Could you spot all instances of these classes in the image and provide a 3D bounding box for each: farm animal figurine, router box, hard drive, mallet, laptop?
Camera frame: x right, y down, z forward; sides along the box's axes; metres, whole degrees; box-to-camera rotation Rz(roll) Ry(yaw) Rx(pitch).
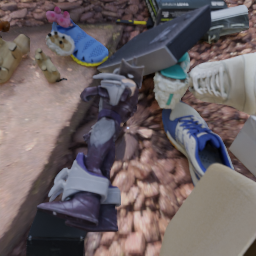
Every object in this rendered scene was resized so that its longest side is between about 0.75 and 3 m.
[{"bbox_3d":[-2.744,-2.187,7.874,2.497,1.255,2.016,-4,82,-6],"label":"farm animal figurine"},{"bbox_3d":[1.786,-4.125,9.089,2.358,0.733,1.767,-7,60,-12],"label":"router box"},{"bbox_3d":[0.589,-2.022,7.115,1.951,0.612,2.893,-46,25,-24],"label":"hard drive"},{"bbox_3d":[0.261,-3.489,9.162,1.302,0.268,0.429,14,60,11],"label":"mallet"},{"bbox_3d":[-1.414,2.360,5.743,1.135,0.661,1.280,0,85,1],"label":"laptop"}]

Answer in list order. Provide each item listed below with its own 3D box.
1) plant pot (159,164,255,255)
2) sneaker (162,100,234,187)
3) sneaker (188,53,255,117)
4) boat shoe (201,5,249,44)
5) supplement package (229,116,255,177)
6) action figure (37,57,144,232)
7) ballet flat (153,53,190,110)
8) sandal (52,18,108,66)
[{"bbox_3d":[1.148,1.228,2.614,1.544,1.542,1.367,27,16,-10],"label":"plant pot"},{"bbox_3d":[1.644,0.257,6.339,1.041,1.219,2.765,-20,59,-9],"label":"sneaker"},{"bbox_3d":[1.666,-0.755,4.868,1.106,2.728,1.025,0,99,6],"label":"sneaker"},{"bbox_3d":[2.574,-2.991,8.498,2.317,0.835,0.822,-17,89,5],"label":"boat shoe"},{"bbox_3d":[3.429,0.553,5.967,1.082,1.520,1.951,-31,63,-17],"label":"supplement package"},{"bbox_3d":[-0.294,0.058,3.478,0.780,1.463,2.249,9,60,6],"label":"action figure"},{"bbox_3d":[1.058,-1.340,7.313,1.049,1.049,2.924,11,30,7],"label":"ballet flat"},{"bbox_3d":[-1.506,-2.576,8.211,2.150,0.936,0.854,31,61,15],"label":"sandal"}]
